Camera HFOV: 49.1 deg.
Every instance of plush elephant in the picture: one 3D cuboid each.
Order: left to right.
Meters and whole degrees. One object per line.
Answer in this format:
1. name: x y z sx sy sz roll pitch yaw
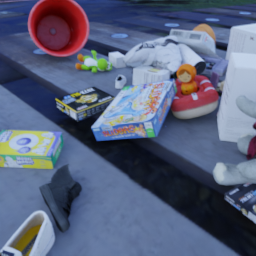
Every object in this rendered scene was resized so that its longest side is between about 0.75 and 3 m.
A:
1. plush elephant: 3.159 0.027 6.000 2.193 2.062 2.663 -29 20 -37

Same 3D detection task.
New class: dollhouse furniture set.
1. dollhouse furniture set: 3.518 -1.193 9.593 0.981 1.095 1.382 -2 29 -15

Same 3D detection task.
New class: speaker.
1. speaker: 2.578 -2.897 11.811 0.682 0.682 1.680 -11 42 -17

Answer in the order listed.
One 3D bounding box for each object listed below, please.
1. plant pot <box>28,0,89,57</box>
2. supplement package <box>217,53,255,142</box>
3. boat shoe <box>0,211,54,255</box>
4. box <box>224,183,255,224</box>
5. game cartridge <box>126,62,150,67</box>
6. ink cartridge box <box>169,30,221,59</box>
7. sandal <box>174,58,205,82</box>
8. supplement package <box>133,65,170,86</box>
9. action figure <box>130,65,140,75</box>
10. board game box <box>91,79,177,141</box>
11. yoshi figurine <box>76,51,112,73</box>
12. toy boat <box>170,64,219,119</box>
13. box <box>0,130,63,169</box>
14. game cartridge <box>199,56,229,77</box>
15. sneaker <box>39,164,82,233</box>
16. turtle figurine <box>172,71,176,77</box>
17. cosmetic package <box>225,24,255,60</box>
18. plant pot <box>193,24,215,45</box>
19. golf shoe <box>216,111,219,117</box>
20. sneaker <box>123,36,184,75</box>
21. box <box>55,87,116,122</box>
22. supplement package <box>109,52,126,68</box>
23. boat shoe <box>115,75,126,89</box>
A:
1. plant pot: -3.686 -5.022 14.354 2.842 2.842 2.514 -12 16 -19
2. supplement package: 3.414 -0.827 7.910 1.347 2.222 1.331 7 32 10
3. boat shoe: -1.874 2.187 4.399 0.742 0.731 2.092 12 33 18
4. box: 2.668 1.548 5.965 0.853 0.212 0.847 -17 36 -27
5. game cartridge: 1.026 -3.688 13.989 1.702 0.517 2.553 1 31 16
6. ink cartridge box: 3.137 -3.766 12.656 1.762 0.545 2.173 23 10 40
7. sandal: 2.650 -2.517 12.336 0.851 0.612 2.144 20 53 34
8. supplement package: 0.928 -2.015 11.291 1.306 0.715 0.743 19 34 28
9. action figure: 0.518 -2.455 12.219 0.939 0.479 0.558 -6 72 -20
10. board game box: 0.309 -0.613 8.640 1.886 0.480 2.786 -6 30 25
11. yoshi figurine: -1.554 -2.948 12.748 1.646 0.925 0.922 9 39 10
12. toy boat: 2.006 -1.354 9.194 1.539 1.541 2.358 -16 29 9
13. box: -2.813 0.534 7.389 1.950 0.472 1.144 0 32 3
14. game cartridge: 3.438 -3.048 13.316 2.461 0.472 1.596 16 31 24
15. sneaker: -1.325 1.410 5.908 0.847 0.488 1.623 -22 34 -24
16. turtle figurine: 1.540 -2.480 12.198 0.975 0.656 1.302 15 42 33
17. cosmetic package: 6.023 -3.658 12.973 1.779 1.790 2.139 -15 34 -23
18. plant pot: 3.452 -4.290 13.866 0.974 1.391 1.391 -27 39 -21
19. golf shoe: 3.225 -0.634 9.158 0.348 0.761 0.286 36 11 23
20. sneaker: 1.137 -2.678 11.160 2.530 1.454 0.951 -23 -3 -22
21. box: -1.467 -0.878 9.758 1.665 0.411 1.330 -25 38 -35
22. supplement package: -0.532 -3.297 13.598 0.520 0.526 0.868 -15 34 -23
23. boat shoe: -0.327 -1.985 11.585 0.398 0.378 1.104 8 32 13
